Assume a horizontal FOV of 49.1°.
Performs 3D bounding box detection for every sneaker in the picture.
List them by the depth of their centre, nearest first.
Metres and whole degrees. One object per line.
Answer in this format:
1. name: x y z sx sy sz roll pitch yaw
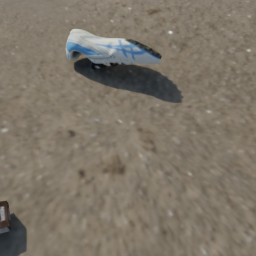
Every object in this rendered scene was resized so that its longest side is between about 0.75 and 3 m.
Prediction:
1. sneaker: -0.459 -2.165 8.243 2.940 1.066 1.057 15 15 17

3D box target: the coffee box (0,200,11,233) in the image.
1. coffee box: -2.781 1.794 5.370 0.944 0.377 0.534 -9 60 -20
